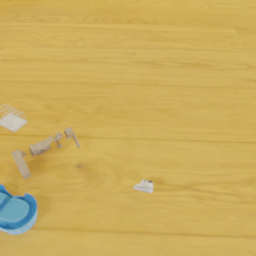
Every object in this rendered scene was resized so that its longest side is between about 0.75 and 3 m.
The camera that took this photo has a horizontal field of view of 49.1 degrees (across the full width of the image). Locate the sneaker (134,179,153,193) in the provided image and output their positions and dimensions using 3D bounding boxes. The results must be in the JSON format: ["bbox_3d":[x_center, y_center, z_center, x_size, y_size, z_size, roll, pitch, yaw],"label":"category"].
[{"bbox_3d":[0.469,1.654,8.030,0.363,0.995,0.352,21,75,-20],"label":"sneaker"}]

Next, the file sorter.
[{"bbox_3d":[-4.481,-0.395,10.641,0.955,0.595,0.663,23,48,22],"label":"file sorter"}]

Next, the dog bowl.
[{"bbox_3d":[-3.462,2.293,7.834,2.022,0.501,1.127,13,45,15],"label":"dog bowl"}]

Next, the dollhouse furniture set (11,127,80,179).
[{"bbox_3d":[-2.673,0.835,9.256,2.004,1.039,0.887,-26,88,-25],"label":"dollhouse furniture set"}]
